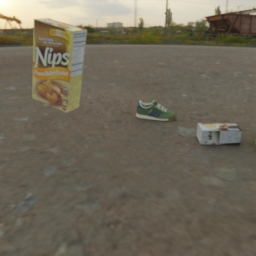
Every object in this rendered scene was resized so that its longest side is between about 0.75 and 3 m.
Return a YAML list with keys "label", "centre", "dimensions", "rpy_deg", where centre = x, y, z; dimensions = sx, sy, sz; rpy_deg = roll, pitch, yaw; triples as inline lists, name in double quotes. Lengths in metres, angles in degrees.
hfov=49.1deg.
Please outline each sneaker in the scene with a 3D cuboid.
- label: "sneaker"
  centre: [1.258, -0.817, 12.594]
  dimensions: [1.851, 0.831, 0.621]
  rpy_deg: [5, 22, 13]

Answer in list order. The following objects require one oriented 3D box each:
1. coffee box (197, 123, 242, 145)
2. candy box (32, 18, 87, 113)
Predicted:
- label: "coffee box"
  centre: [3.331, 0.221, 10.320]
  dimensions: [1.432, 0.571, 0.819]
  rpy_deg: [1, 22, 4]
- label: "candy box"
  centre: [-2.265, -1.984, 9.006]
  dimensions: [1.527, 2.645, 0.731]
  rpy_deg: [22, 31, 19]
